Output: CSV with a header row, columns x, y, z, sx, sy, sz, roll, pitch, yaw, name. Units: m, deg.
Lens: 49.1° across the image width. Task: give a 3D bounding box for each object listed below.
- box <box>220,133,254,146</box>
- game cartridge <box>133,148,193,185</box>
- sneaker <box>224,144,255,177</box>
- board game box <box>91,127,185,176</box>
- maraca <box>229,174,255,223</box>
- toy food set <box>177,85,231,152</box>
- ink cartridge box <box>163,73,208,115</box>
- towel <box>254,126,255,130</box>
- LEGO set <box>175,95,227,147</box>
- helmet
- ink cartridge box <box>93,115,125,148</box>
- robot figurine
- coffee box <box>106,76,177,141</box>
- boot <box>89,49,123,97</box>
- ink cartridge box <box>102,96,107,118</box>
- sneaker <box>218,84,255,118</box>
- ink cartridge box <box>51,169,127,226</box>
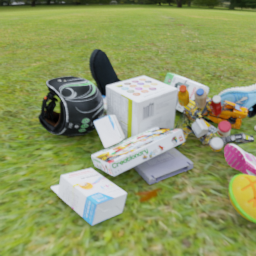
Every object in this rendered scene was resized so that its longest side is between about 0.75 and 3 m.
x,y,z,sx,sy,sz,roll,pitch,yaw,name
3.670,0.428,9.686,0.817,0.226,1.020,10,-19,-41,box
1.118,1.219,9.198,1.718,0.330,1.114,-15,28,-25,game cartridge
3.647,1.072,8.753,1.496,0.608,0.660,48,38,12,sneaker
0.282,0.657,8.837,2.575,0.446,1.626,-23,12,-23,board game box
3.372,1.922,7.115,1.839,0.984,1.261,35,54,4,maraca
2.231,-0.392,7.997,0.976,0.920,2.045,-27,66,4,toy food set
2.443,-1.522,12.631,0.803,1.394,1.910,3,21,-45,ink cartridge box
5.804,0.044,11.333,1.261,0.217,0.836,-14,34,-24,towel
2.588,-0.082,9.946,1.244,2.147,1.651,41,37,26,LEGO set
-2.073,-0.840,10.818,2.415,2.415,2.303,22,25,33,helmet
-0.587,0.073,9.649,0.542,0.941,1.625,-24,1,8,ink cartridge box
3.688,-0.632,11.399,1.995,1.446,0.581,19,56,12,robot figurine
0.464,-0.665,10.788,1.951,1.954,1.932,-21,36,-32,coffee box
-0.270,-2.086,12.396,2.431,2.893,1.105,14,53,21,boot
-0.828,-0.827,12.361,1.563,0.662,1.130,15,35,23,ink cartridge box
4.870,-1.036,11.781,1.101,1.264,2.810,14,-14,-33,sneaker
-1.131,1.716,7.675,1.925,0.653,1.108,26,21,38,ink cartridge box
